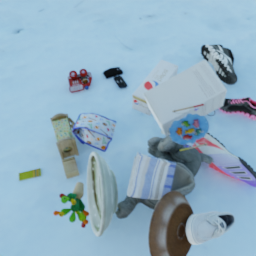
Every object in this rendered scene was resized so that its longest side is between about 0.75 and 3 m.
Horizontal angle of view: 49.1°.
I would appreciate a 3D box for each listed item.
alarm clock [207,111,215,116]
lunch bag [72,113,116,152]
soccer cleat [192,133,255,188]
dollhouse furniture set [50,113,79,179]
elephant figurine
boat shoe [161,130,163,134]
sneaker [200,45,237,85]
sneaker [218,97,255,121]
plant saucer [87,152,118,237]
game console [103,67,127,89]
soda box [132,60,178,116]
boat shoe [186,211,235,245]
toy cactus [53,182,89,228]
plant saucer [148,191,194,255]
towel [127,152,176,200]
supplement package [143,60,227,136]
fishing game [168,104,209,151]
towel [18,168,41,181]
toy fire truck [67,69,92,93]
[{"bbox_3d":[2.903,-1.002,12.209,1.919,0.639,1.294,31,57,25],"label":"alarm clock"},{"bbox_3d":[-1.303,0.084,10.546,1.455,0.901,1.237,24,30,-10],"label":"lunch bag"},{"bbox_3d":[3.586,1.347,10.328,2.764,0.943,1.012,42,91,20],"label":"soccer cleat"},{"bbox_3d":[-1.736,0.458,10.679,1.935,1.216,2.188,-16,53,-12],"label":"dollhouse furniture set"},{"bbox_3d":[1.275,1.892,9.304,2.276,2.076,2.933,-13,48,37],"label":"elephant figurine"},{"bbox_3d":[1.930,-0.364,11.188,0.594,0.582,1.669,28,69,25],"label":"boat shoe"},{"bbox_3d":[4.779,-3.273,13.791,1.309,0.961,2.893,-16,51,-9],"label":"sneaker"},{"bbox_3d":[4.845,-1.031,12.031,2.035,0.970,0.804,14,55,12],"label":"sneaker"},{"bbox_3d":[-0.781,1.992,8.669,0.637,2.537,2.537,-1,51,-17],"label":"plant saucer"},{"bbox_3d":[-0.578,-2.417,13.617,0.911,0.186,1.544,-20,53,-15],"label":"game console"},{"bbox_3d":[1.251,-1.875,12.734,0.952,0.890,2.795,25,56,19],"label":"soda box"},{"bbox_3d":[2.386,2.762,7.871,0.738,2.154,0.775,-22,67,37],"label":"boat shoe"},{"bbox_3d":[-1.526,2.146,8.003,0.733,1.433,1.182,-15,46,24],"label":"toy cactus"},{"bbox_3d":[1.306,2.776,7.600,0.381,2.081,2.081,-3,43,41],"label":"plant saucer"},{"bbox_3d":[0.713,1.435,7.968,0.198,1.665,1.223,6,81,50],"label":"towel"},{"bbox_3d":[2.045,-1.027,10.221,2.499,1.461,1.466,-28,69,2],"label":"supplement package"},{"bbox_3d":[1.814,0.087,8.342,1.256,1.755,0.273,-11,42,3],"label":"fishing game"},{"bbox_3d":[-3.652,1.730,10.410,0.811,0.073,0.349,-12,52,-9],"label":"towel"},{"bbox_3d":[-2.262,-2.187,13.233,1.162,0.651,0.975,-12,77,-9],"label":"toy fire truck"}]
